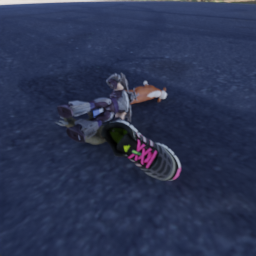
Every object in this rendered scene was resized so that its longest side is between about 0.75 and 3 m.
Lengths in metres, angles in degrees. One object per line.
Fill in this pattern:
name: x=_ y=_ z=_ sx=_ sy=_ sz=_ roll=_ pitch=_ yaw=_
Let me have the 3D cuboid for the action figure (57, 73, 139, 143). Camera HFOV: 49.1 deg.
action figure: x=-0.638 y=-0.597 z=8.728 sx=1.029 sy=1.930 sz=2.966 roll=2 pitch=23 yaw=46

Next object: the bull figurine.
bull figurine: x=0.607 y=-1.416 z=11.390 sx=1.928 sy=0.628 sz=1.171 roll=-11 pitch=30 yaw=-21

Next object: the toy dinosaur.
toy dinosaur: x=-1.114 y=0.144 z=8.737 sx=2.087 sy=0.803 sz=1.068 roll=28 pitch=48 yaw=8

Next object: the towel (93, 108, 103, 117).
towel: x=-0.701 y=-0.667 z=10.177 sx=1.190 sy=0.142 sz=0.874 roll=-18 pitch=19 yaw=-2

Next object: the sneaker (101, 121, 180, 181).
sneaker: x=0.203 y=0.563 z=7.144 sx=2.399 sy=0.885 sz=1.049 roll=37 pitch=15 yaw=26
